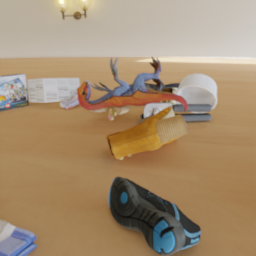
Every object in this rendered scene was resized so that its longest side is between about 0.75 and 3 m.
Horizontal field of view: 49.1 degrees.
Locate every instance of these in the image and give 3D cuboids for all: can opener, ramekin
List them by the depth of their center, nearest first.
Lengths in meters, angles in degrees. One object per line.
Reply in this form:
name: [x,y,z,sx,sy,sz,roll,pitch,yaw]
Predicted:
can opener: [1.606,-0.533,9.370,2.388,0.628,0.794,-1,10,-7]
ramekin: [2.351,-1.190,9.586,1.396,1.396,0.680,7,55,21]

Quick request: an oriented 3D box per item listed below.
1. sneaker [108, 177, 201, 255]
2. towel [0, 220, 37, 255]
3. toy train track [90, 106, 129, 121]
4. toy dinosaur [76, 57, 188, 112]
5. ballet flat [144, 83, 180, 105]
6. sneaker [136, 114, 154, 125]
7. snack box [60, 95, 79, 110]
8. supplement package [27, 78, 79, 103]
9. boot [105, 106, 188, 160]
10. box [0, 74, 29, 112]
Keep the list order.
sneaker: [0.295,1.252,4.127,0.690,0.617,1.684,11,12,-37]
towel: [-2.316,1.518,3.644,1.879,0.224,1.380,11,21,30]
toy train track: [-0.858,-0.644,10.180,1.558,0.442,2.717,-18,18,-32]
toy dinosaur: [-0.064,-1.117,8.565,2.699,1.562,2.974,-37,62,-20]
ballet flat: [1.549,-1.341,11.657,2.775,1.014,1.014,3,18,-2]
sneaker: [0.567,-0.117,8.556,0.373,0.400,1.059,-25,-1,-19]
snack box: [-2.199,-1.095,11.367,0.408,0.138,1.134,31,46,24]
supplement package: [-3.084,-1.583,11.680,1.324,0.943,1.700,7,12,44]
boot: [0.373,0.128,7.059,1.843,0.906,2.574,-17,2,2]
box: [-4.840,-1.348,10.871,0.359,1.300,1.904,13,22,35]
